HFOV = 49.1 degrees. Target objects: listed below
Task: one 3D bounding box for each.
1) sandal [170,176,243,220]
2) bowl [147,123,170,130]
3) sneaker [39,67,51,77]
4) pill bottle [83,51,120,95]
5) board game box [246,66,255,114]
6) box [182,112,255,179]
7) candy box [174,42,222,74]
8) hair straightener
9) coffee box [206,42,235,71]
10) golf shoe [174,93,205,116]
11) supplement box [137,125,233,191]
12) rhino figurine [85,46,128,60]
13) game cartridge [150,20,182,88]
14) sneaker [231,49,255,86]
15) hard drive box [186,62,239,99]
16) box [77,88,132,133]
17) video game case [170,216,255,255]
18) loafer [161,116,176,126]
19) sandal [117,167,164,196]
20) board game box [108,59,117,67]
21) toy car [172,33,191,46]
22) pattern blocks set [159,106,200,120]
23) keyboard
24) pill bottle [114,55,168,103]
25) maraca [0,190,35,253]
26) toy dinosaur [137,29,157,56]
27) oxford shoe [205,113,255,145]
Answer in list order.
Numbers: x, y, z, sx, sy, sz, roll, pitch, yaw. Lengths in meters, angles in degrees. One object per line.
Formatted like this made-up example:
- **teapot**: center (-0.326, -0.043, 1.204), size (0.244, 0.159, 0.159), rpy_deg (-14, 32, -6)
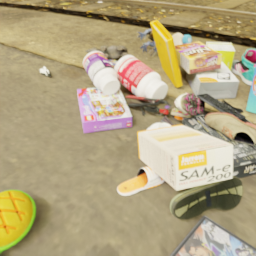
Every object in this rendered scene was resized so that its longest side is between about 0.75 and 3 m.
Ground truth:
- **sandal**: center (2.140, 1.794, 7.625), size (2.378, 0.944, 0.678), rpy_deg (-6, 12, -19)
- **bowl**: center (1.251, 0.210, 9.903), size (1.215, 0.546, 1.215), rpy_deg (13, 42, -12)
- **sneaker**: center (-4.411, -2.901, 14.856), size (0.420, 0.387, 1.051), rpy_deg (-31, 39, -17)
- **pill bottle**: center (-1.135, -2.361, 12.202), size (1.095, 1.095, 1.966), rpy_deg (-17, 55, -22)
- **board game box**: center (5.823, -2.210, 11.699), size (0.611, 2.718, 2.067), rpy_deg (22, 40, 34)
- **box**: center (3.525, 0.465, 9.758), size (2.301, 0.625, 2.873), rpy_deg (-11, 37, -15)
- **candy box**: center (3.239, -3.474, 13.626), size (1.550, 0.750, 2.656), rpy_deg (-11, 32, -6)
- **hair straightener**: center (0.806, -0.878, 11.578), size (2.034, 0.783, 0.416), rpy_deg (8, 15, 27)
- **coffee box**: center (4.859, -3.761, 15.143), size (1.347, 1.345, 1.332), rpy_deg (4, 35, 6)
- **golf shoe**: center (2.221, -0.859, 10.807), size (1.059, 0.835, 2.299), rpy_deg (4, 0, 28)
- **supplement box**: center (1.504, 0.728, 8.175), size (1.694, 0.989, 2.689), rpy_deg (-8, 14, -16)
- **rhino figurine**: center (-1.235, -4.385, 16.264), size (2.654, 0.793, 1.160), rpy_deg (3, 15, 9)
- **game cartridge**: center (1.887, -3.539, 13.585), size (0.439, 2.708, 2.387), rpy_deg (-23, 42, 3)
- **sneaker**: center (6.076, -3.382, 14.441), size (1.064, 1.537, 2.546), rpy_deg (-5, 35, -7)
- **hard drive box**: center (3.962, -2.317, 13.485), size (1.815, 0.894, 2.329), rpy_deg (-2, 34, -3)
- **box**: center (-1.069, -0.877, 11.738), size (1.903, 0.544, 2.781), rpy_deg (-7, 36, -10)
- **video game case**: center (1.959, 3.290, 6.007), size (2.199, 0.310, 2.433), rpy_deg (28, 44, 33)
- **loafer**: center (1.678, -0.101, 10.539), size (0.931, 0.293, 0.335), rpy_deg (35, 0, 2)
- **sandal**: center (0.455, 1.516, 8.394), size (1.693, 0.485, 0.649), rpy_deg (-20, 40, -26)
- **board game box**: center (-0.901, -3.749, 16.188), size (0.529, 0.135, 0.781), rpy_deg (-15, 38, -20)
- **toy car**: center (3.212, -4.655, 16.733), size (1.626, 1.560, 1.764), rpy_deg (14, 5, 44)
- **pattern blocks set**: center (2.175, -0.586, 11.511), size (1.521, 0.123, 1.337), rpy_deg (22, 28, 24)
- **keyboard**: center (3.627, -0.838, 10.625), size (1.216, 0.197, 1.914), rpy_deg (-6, 37, -39)
- **pill bottle**: center (0.559, -2.091, 12.359), size (1.344, 1.344, 2.395), rpy_deg (-26, 54, -32)
- **maraca**: center (-3.127, 2.376, 6.746), size (1.357, 1.058, 1.979), rpy_deg (24, 52, 14)
- **toy dinosaur**: center (1.761, -5.213, 16.577), size (2.705, 1.565, 2.981), rpy_deg (-29, 9, -37)
- **oxford shoe**: center (3.392, 0.018, 9.269), size (1.871, 0.659, 0.700), rpy_deg (19, 40, 25)
